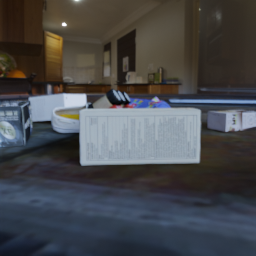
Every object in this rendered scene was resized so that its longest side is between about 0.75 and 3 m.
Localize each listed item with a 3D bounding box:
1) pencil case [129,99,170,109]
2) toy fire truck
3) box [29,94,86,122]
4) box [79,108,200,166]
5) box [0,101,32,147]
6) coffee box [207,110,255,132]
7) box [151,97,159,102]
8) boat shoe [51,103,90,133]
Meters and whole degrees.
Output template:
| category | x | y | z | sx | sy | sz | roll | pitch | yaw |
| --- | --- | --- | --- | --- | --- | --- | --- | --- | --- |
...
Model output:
| category | x | y | z | sx | sy | sz | roll | pitch | yaw |
| --- | --- | --- | --- | --- | --- | --- | --- | --- | --- |
| pencil case | 0.210 | -0.495 | 10.719 | 2.979 | 1.162 | 1.294 | 9 | 44 | 43 |
| toy fire truck | -0.028 | -0.172 | 8.746 | 1.299 | 2.018 | 1.777 | -33 | -6 | 14 |
| box | -3.135 | -0.898 | 12.591 | 2.040 | 1.085 | 1.553 | -2 | 4 | 29 |
| box | 0.230 | 0.154 | 6.401 | 2.601 | 1.235 | 1.011 | 1 | 7 | -3 |
| box | -4.438 | -0.168 | 8.524 | 2.708 | 1.166 | 2.218 | -2 | 9 | -14 |
| coffee box | 4.081 | -0.290 | 10.783 | 1.764 | 0.704 | 0.997 | -4 | 9 | -24 |
| box | 1.195 | -0.645 | 11.304 | 0.470 | 0.856 | 0.973 | -37 | -14 | -6 |
| boat shoe | -1.332 | -0.406 | 9.698 | 2.612 | 0.912 | 0.926 | 0 | 52 | -11 |
